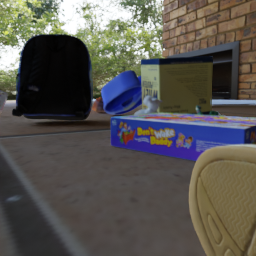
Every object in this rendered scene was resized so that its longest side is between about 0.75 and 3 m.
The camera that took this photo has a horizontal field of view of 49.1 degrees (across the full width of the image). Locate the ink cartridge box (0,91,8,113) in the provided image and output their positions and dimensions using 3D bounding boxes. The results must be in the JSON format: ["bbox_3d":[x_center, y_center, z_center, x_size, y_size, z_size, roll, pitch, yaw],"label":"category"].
[{"bbox_3d":[-5.736,-1.151,12.431,0.471,0.994,0.184,20,-9,-7],"label":"ink cartridge box"}]

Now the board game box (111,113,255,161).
[{"bbox_3d":[1.162,0.100,5.166,2.531,0.567,1.702,6,9,41],"label":"board game box"}]

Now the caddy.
[{"bbox_3d":[-0.067,-1.434,12.586,2.419,1.270,1.710,-31,-28,31],"label":"caddy"}]

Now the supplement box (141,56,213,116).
[{"bbox_3d":[1.564,-1.306,9.215,1.957,1.955,1.313,-8,14,-20],"label":"supplement box"}]

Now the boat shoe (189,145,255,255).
[{"bbox_3d":[1.103,0.577,0.840,0.741,0.790,2.142,-1,16,-31],"label":"boat shoe"}]

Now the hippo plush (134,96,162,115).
[{"bbox_3d":[0.589,-0.508,8.002,0.730,0.737,0.916,-11,33,-28],"label":"hippo plush"}]

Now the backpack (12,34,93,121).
[{"bbox_3d":[-2.586,-1.710,9.984,2.597,2.838,2.086,1,-4,-11],"label":"backpack"}]

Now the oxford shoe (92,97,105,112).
[{"bbox_3d":[-1.367,-1.147,15.219,0.835,0.817,2.292,22,9,-2],"label":"oxford shoe"}]

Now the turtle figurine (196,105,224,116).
[{"bbox_3d":[2.245,-0.224,7.593,0.892,0.600,1.191,17,4,-4],"label":"turtle figurine"}]
